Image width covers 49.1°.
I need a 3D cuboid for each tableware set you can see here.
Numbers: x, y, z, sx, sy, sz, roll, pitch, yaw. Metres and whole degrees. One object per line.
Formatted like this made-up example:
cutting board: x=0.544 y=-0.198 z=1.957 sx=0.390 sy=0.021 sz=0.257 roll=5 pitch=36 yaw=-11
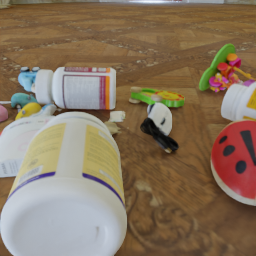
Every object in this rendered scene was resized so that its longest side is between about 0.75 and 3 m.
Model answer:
tableware set: x=-0.974 y=-0.074 z=7.967 sx=1.686 sy=0.196 sz=1.408 roll=12 pitch=11 yaw=7

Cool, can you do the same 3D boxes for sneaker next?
sneaker: x=-2.627 y=-0.358 z=8.963 sx=0.496 sy=0.429 sz=1.144 roll=20 pitch=43 yaw=20

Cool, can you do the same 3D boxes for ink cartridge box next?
ink cartridge box: x=-3.202 y=0.455 z=7.275 sx=2.574 sy=0.734 sz=2.092 roll=-1 pitch=30 yaw=-10

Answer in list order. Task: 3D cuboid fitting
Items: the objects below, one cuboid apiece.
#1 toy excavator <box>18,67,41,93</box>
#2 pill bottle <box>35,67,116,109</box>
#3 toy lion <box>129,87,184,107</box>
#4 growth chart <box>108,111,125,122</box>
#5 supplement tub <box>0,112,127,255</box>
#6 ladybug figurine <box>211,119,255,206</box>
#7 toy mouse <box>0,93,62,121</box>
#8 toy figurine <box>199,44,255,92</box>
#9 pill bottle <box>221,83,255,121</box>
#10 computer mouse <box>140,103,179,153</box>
toy excavator: x=-3.732 y=-1.741 z=11.158 sx=1.480 sy=0.760 sz=1.522 roll=1 pitch=42 yaw=5
pill bottle: x=-1.706 y=-1.349 z=9.533 sx=2.557 sy=1.401 sz=1.401 roll=1 pitch=30 yaw=-2
toy lion: x=1.134 y=-1.109 z=10.187 sx=1.602 sy=0.574 sz=1.671 roll=-16 pitch=33 yaw=-39
growth chart: x=-0.355 y=-0.388 z=9.285 sx=0.551 sy=0.068 sz=0.762 roll=1 pitch=29 yaw=0
supplement tub: x=-1.026 y=0.956 z=5.085 sx=1.857 sy=1.857 sz=2.554 roll=-2 pitch=29 yaw=-4
ladybug figurine: x=2.744 y=0.615 z=6.316 sx=1.750 sy=0.927 sz=2.578 roll=-13 pitch=30 yaw=14
toy mouse: x=-3.911 y=-0.748 z=9.498 sx=2.163 sy=0.471 sz=2.434 roll=25 pitch=38 yaw=37
toy figurine: x=4.309 y=-1.876 z=10.748 sx=2.344 sy=1.760 sz=2.157 roll=-41 pitch=55 yaw=-20
pill bottle: x=4.115 y=-0.376 z=7.798 sx=2.746 sy=1.500 sz=1.500 roll=24 pitch=38 yaw=35
computer mouse: x=0.944 y=-0.233 z=8.094 sx=1.244 sy=0.498 sz=2.268 roll=40 pitch=24 yaw=-14
